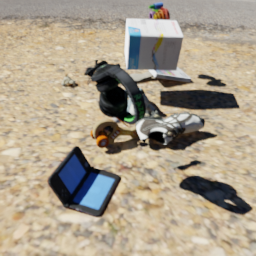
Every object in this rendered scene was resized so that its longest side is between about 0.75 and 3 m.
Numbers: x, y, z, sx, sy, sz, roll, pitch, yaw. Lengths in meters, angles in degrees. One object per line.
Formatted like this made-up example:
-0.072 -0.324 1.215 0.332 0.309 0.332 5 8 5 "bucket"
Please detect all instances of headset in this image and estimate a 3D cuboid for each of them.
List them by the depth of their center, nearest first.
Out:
-0.343 -1.123 7.507 1.184 1.556 2.519 -35 48 -23 "headset"

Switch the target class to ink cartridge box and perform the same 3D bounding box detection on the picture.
1.089 -3.788 12.781 2.351 1.717 1.725 0 43 -5 "ink cartridge box"

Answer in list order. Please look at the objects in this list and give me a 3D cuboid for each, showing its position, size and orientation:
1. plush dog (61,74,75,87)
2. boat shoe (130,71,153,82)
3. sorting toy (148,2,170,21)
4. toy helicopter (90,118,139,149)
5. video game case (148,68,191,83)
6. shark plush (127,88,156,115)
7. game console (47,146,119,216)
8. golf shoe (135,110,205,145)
-3.168 -2.527 15.206 0.648 0.606 0.755 31 38 3 "plush dog"
0.674 -2.802 15.750 1.560 0.445 0.522 -14 70 -14 "boat shoe"
1.413 -5.770 14.304 0.754 1.104 1.837 -15 26 -16 "sorting toy"
-0.378 0.035 10.599 2.001 1.323 0.789 4 27 -32 "toy helicopter"
2.113 -3.308 16.107 2.227 0.281 2.444 4 31 -22 "video game case"
0.143 -1.439 13.126 1.240 1.353 2.978 -33 41 5 "shark plush"
-1.279 1.526 8.480 1.064 1.545 1.793 -15 25 28 "game console"
1.660 0.118 10.846 2.811 1.093 1.328 0 57 -7 "golf shoe"
